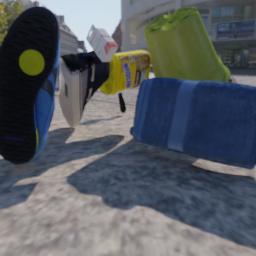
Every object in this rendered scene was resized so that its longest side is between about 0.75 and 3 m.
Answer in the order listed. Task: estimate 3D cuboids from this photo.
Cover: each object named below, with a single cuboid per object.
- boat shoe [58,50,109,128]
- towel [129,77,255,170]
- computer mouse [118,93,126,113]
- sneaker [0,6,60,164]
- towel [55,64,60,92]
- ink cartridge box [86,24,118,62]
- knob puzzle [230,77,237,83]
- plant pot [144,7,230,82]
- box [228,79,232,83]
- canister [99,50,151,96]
[{"bbox_3d":[-1.254,-1.086,8.245,1.307,2.820,1.053,-25,68,-25],"label":"boat shoe"},{"bbox_3d":[1.360,-0.203,5.807,2.823,1.576,0.685,13,1,39],"label":"towel"},{"bbox_3d":[-0.400,-1.699,11.480,0.399,2.346,0.688,-11,-22,15],"label":"computer mouse"},{"bbox_3d":[-1.876,-0.789,5.466,0.972,2.949,1.156,13,16,-3],"label":"sneaker"},{"bbox_3d":[-2.200,-1.869,7.268,1.251,1.704,0.203,31,39,32],"label":"towel"},{"bbox_3d":[-0.671,-2.137,7.030,0.294,0.507,0.870,-16,64,-44],"label":"ink cartridge box"},{"bbox_3d":[3.354,-1.357,11.878,3.193,0.443,3.193,-15,-13,-3],"label":"knob puzzle"},{"bbox_3d":[1.611,-2.270,8.599,2.471,2.271,2.471,-20,31,13],"label":"plant pot"},{"bbox_3d":[2.815,-0.922,9.522,1.230,1.217,1.483,4,-2,18],"label":"box"},{"bbox_3d":[-0.078,-1.781,8.798,0.719,1.234,1.661,27,34,38],"label":"canister"}]
